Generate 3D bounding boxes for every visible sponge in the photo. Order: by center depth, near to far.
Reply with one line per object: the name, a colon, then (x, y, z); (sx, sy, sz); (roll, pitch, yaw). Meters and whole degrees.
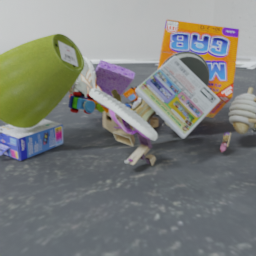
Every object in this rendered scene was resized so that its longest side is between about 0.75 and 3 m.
sponge: (-0.947, -1.978, 12.989); (1.603, 0.428, 2.873); (17, -25, -14)

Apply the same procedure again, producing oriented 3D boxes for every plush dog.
plush dog: (1.925, -0.128, 10.927); (0.893, 0.835, 1.040); (41, 57, 8)

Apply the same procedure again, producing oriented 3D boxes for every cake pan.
cake pan: (1.982, -1.679, 9.778); (1.895, 1.895, 0.347); (-2, 23, -6)

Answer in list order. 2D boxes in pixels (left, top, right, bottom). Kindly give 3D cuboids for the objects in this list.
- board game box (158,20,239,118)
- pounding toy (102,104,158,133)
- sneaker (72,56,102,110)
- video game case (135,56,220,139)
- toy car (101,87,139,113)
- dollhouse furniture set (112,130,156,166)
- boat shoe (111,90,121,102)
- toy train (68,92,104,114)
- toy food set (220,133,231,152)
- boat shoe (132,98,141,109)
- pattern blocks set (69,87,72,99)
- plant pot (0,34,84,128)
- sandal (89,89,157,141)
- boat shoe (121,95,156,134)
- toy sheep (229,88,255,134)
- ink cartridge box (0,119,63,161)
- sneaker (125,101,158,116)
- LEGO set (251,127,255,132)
board game box: (2.705, -2.371, 11.976); (2.882, 2.880, 2.879); (10, -13, 5)
pounding toy: (0.306, -0.416, 11.742); (2.211, 1.011, 1.942); (-10, 20, -26)
sneaker: (-1.913, -1.888, 11.747); (1.146, 2.491, 0.943); (-16, -13, -28)
video game case: (1.487, -0.951, 8.270); (1.792, 1.968, 0.217); (-43, -4, -22)
toy car: (-0.201, -0.951, 10.185); (1.462, 0.487, 0.717); (-31, -6, 11)
dollhouse furniture set: (-0.039, 0.761, 8.494); (1.346, 1.067, 0.955); (18, 52, 40)
boat shoe: (-0.434, -1.130, 10.642); (0.305, 0.263, 0.835); (-26, 45, -3)
toy train: (-1.222, -0.836, 10.542); (1.047, 0.766, 1.810); (18, 10, 41)
toy food set: (3.166, 0.517, 9.300); (0.169, 0.681, 1.071); (15, -16, 12)
boat shoe: (0.660, -1.088, 11.554); (0.588, 0.647, 1.760); (30, 39, 1)
pattern blocks set: (-2.431, -1.838, 11.629); (0.136, 1.476, 1.679); (-7, 3, -7)
plant pot: (-2.763, -1.659, 8.797); (2.705, 2.531, 2.531); (-26, 6, 28)
sandal: (-0.204, -0.283, 8.262); (2.668, 0.656, 1.086); (39, 15, 31)
boat shoe: (0.652, -0.876, 8.859); (0.848, 2.226, 0.798); (40, 4, -9)
toy sheep: (4.061, -0.584, 9.604); (1.176, 1.706, 1.176); (21, -13, 5)
ink cartridge box: (-3.566, 0.360, 9.620); (1.506, 0.843, 2.208); (12, 20, 33)
sneaker: (1.016, -1.306, 14.204); (2.598, 1.176, 0.863); (9, 19, 27)
LEGO set: (5.047, -0.704, 10.012); (0.545, 1.923, 1.249); (41, 4, -22)
